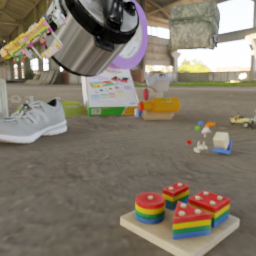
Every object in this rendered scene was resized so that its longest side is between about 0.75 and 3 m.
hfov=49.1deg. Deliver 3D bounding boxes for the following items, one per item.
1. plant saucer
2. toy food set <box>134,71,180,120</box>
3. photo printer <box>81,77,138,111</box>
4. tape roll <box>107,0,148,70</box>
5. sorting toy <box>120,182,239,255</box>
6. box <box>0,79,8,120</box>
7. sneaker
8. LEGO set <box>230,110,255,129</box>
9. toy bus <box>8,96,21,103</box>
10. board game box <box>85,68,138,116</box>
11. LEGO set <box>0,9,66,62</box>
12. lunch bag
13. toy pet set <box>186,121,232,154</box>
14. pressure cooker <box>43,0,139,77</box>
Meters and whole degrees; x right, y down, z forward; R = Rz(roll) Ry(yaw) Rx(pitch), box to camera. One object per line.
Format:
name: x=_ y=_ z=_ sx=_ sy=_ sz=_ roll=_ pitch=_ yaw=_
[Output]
plant saucer: x=-3.188 y=-0.825 z=11.734 sx=2.964 sy=0.460 sz=2.964 roll=1 pitch=10 yaw=0
toy food set: x=0.801 y=-1.107 z=10.110 sx=1.292 sy=1.371 sz=2.871 roll=-2 pitch=37 yaw=-9
photo printer: x=-0.939 y=-2.040 z=13.032 sx=2.385 sy=0.996 sz=2.867 roll=-2 pitch=47 yaw=-11
tape roll: x=-0.298 y=-3.353 z=10.114 sx=0.788 sy=2.402 sz=2.402 roll=16 pitch=18 yaw=38
sorting toy: x=0.503 y=0.819 z=2.736 sx=0.841 sy=0.294 sz=0.846 roll=-10 pitch=14 yaw=-43
box: x=-4.433 y=-0.538 z=7.199 sx=1.226 sy=1.439 sz=2.251 roll=6 pitch=11 yaw=30
sneaker: x=-2.437 y=-0.244 z=6.697 sx=0.934 sy=1.024 sz=2.498 roll=4 pitch=10 yaw=20
LEGO set: x=4.571 y=-0.484 z=8.827 sx=2.725 sy=0.772 sz=1.770 roll=-8 pitch=13 yaw=-39
toy bus: x=-5.147 y=-0.803 z=10.417 sx=1.684 sy=0.870 sz=1.589 roll=32 pitch=48 yaw=6
board game box: x=-0.762 y=-1.652 z=11.644 sx=1.968 sy=0.519 sz=2.572 roll=-1 pitch=52 yaw=-11
LEGO set: x=-1.748 y=-1.495 z=5.166 sx=1.546 sy=0.575 sz=0.711 roll=-27 pitch=30 yaw=21
lunch bag: x=1.646 y=-2.445 z=6.990 sx=1.261 sy=1.058 sz=0.879 roll=6 pitch=0 yaw=27
toy pet set: x=1.638 y=0.269 z=5.524 sx=0.726 sy=0.413 sz=0.778 roll=6 pitch=38 yaw=35
pressure cooker: x=-0.930 y=-2.903 z=7.643 sx=2.501 sy=2.200 sz=2.234 roll=-37 pitch=4 yaw=45
